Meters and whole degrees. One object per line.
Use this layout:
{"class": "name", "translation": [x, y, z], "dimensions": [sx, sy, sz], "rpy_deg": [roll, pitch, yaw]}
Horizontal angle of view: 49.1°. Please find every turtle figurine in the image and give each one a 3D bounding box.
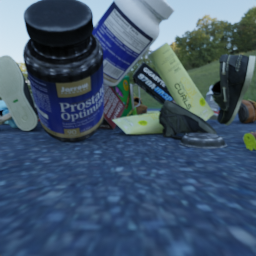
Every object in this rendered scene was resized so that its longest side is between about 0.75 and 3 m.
{"class": "turtle figurine", "translation": [2.813, 0.144, 5.275], "dimensions": [1.536, 0.495, 1.239], "rpy_deg": [5, 7, 44]}

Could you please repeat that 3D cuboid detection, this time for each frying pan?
{"class": "frying pan", "translation": [1.527, 0.226, 6.074], "dimensions": [0.942, 0.254, 1.558], "rpy_deg": [0, 8, -2]}

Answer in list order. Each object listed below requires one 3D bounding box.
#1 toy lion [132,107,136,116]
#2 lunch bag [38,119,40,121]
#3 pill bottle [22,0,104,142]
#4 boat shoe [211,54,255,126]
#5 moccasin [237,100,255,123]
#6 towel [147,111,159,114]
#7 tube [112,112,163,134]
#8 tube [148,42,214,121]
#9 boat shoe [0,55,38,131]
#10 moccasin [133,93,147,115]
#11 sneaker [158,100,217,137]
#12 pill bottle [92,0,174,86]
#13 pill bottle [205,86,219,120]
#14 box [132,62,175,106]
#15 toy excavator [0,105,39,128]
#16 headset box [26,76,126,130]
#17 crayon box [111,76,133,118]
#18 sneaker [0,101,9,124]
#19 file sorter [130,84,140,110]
{"class": "toy lion", "translation": [-0.942, -0.670, 12.066], "dimensions": [2.591, 0.890, 2.484], "rpy_deg": [-4, 19, 3]}
{"class": "lunch bag", "translation": [-4.444, -0.505, 12.564], "dimensions": [1.036, 0.482, 1.176], "rpy_deg": [2, 6, 25]}
{"class": "pill bottle", "translation": [-1.214, -1.034, 5.538], "dimensions": [1.463, 1.463, 2.616], "rpy_deg": [2, -40, -2]}
{"class": "boat shoe", "translation": [2.648, -0.961, 7.502], "dimensions": [0.856, 0.909, 2.532], "rpy_deg": [9, -30, 12]}
{"class": "moccasin", "translation": [5.327, -0.666, 12.079], "dimensions": [1.111, 1.053, 2.878], "rpy_deg": [-7, -7, 23]}
{"class": "towel", "translation": [1.316, -0.815, 16.944], "dimensions": [1.349, 0.332, 1.818], "rpy_deg": [0, 6, 9]}
{"class": "tube", "translation": [0.936, -0.157, 8.019], "dimensions": [2.627, 0.682, 0.762], "rpy_deg": [-6, -17, -23]}
{"class": "tube", "translation": [1.408, -1.089, 7.379], "dimensions": [0.687, 2.368, 0.615], "rpy_deg": [-29, 12, 22]}
{"class": "boat shoe", "translation": [-3.373, -1.023, 8.490], "dimensions": [0.831, 2.313, 0.782], "rpy_deg": [-20, 6, -5]}
{"class": "moccasin", "translation": [0.370, -1.239, 13.874], "dimensions": [0.731, 0.772, 1.999], "rpy_deg": [16, 18, -26]}
{"class": "sneaker", "translation": [1.404, -0.002, 6.984], "dimensions": [1.483, 0.850, 0.567], "rpy_deg": [29, 16, 7]}
{"class": "pill bottle", "translation": [-0.083, -2.179, 6.514], "dimensions": [2.256, 1.306, 1.306], "rpy_deg": [-45, -15, 23]}
{"class": "pill bottle", "translation": [3.515, -1.031, 11.443], "dimensions": [0.746, 1.288, 0.746], "rpy_deg": [15, -11, 3]}
{"class": "box", "translation": [1.423, -1.156, 10.289], "dimensions": [2.830, 0.651, 2.250], "rpy_deg": [39, 5, -1]}
{"class": "toy excavator", "translation": [-3.777, -0.382, 9.128], "dimensions": [1.805, 0.902, 1.755], "rpy_deg": [-39, 2, -27]}
{"class": "headset box", "translation": [-1.514, -1.024, 8.962], "dimensions": [2.015, 1.045, 2.707], "rpy_deg": [6, -31, 37]}
{"class": "crayon box", "translation": [-1.020, -1.245, 10.838], "dimensions": [2.593, 1.540, 0.755], "rpy_deg": [13, 28, 44]}
{"class": "sneaker", "translation": [-5.023, -0.653, 11.317], "dimensions": [2.707, 1.001, 1.109], "rpy_deg": [2, 0, 26]}
{"class": "file sorter", "translation": [-0.318, -1.338, 11.732], "dimensions": [1.447, 1.004, 0.901], "rpy_deg": [2, 15, 23]}
